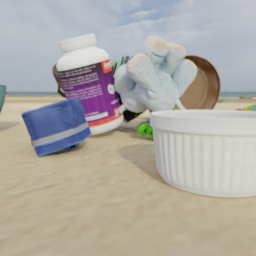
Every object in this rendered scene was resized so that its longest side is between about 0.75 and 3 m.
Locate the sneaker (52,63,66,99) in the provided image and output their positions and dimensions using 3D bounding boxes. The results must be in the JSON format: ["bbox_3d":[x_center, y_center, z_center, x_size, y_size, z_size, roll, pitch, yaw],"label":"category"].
[{"bbox_3d":[-2.234,-1.634,10.390,1.280,0.926,2.621,11,-12,19],"label":"sneaker"}]

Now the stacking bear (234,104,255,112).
[{"bbox_3d":[5.148,-0.545,11.753,1.663,1.010,0.946,-7,44,47],"label":"stacking bear"}]

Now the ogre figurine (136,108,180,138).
[{"bbox_3d":[1.200,-0.016,7.692,1.743,0.855,1.045,-13,17,30],"label":"ogre figurine"}]

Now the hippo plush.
[{"bbox_3d":[0.656,-1.145,7.602,1.863,2.338,1.880,-34,13,-26],"label":"hippo plush"}]

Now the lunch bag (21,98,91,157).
[{"bbox_3d":[-1.492,0.002,6.223,1.111,1.082,1.635,-16,6,6],"label":"lunch bag"}]

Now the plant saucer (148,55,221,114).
[{"bbox_3d":[1.737,-1.147,8.996,2.462,2.462,0.450,-2,27,-13],"label":"plant saucer"}]

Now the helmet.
[{"bbox_3d":[0.019,-1.478,10.038,2.268,2.162,2.268,40,0,0],"label":"helmet"}]

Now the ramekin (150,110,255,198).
[{"bbox_3d":[1.270,0.277,4.057,1.894,0.994,1.894,-1,7,0],"label":"ramekin"}]

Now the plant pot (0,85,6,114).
[{"bbox_3d":[-5.017,-0.557,8.676,2.347,1.581,2.347,0,7,0],"label":"plant pot"}]

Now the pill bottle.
[{"bbox_3d":[-1.121,-1.225,8.056,1.497,2.662,1.497,-12,18,4],"label":"pill bottle"}]

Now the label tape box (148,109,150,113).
[{"bbox_3d":[1.641,-0.763,14.382,2.158,0.683,1.556,1,7,5],"label":"label tape box"}]
